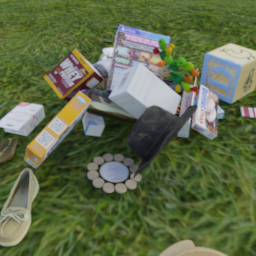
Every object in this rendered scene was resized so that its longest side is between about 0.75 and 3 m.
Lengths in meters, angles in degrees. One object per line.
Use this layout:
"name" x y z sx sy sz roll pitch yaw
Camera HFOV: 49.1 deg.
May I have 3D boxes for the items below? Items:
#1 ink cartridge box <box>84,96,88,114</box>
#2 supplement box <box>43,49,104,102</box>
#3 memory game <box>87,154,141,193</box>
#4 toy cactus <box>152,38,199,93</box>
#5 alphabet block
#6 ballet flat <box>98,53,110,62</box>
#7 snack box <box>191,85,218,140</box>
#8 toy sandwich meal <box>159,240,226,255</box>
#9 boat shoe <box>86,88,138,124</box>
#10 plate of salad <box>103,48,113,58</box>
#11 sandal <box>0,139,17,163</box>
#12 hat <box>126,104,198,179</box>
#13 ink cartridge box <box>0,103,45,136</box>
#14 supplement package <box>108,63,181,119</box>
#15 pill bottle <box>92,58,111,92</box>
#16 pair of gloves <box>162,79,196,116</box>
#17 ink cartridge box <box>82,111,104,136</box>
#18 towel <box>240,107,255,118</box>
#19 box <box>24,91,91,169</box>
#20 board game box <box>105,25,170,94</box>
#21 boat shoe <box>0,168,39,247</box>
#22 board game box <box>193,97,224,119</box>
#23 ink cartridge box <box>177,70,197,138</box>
"ink cartridge box" -1.927 -1.350 11.897 0.529 1.263 0.912 -11 40 -11
"supplement box" -1.935 -1.802 10.347 1.529 1.550 1.029 -40 80 5
"memory game" -0.442 1.433 9.014 1.773 0.113 1.773 6 35 -4
"toy cactus" 1.500 -2.065 9.971 1.094 2.139 1.765 -46 13 -11
"alphabet block" 4.745 -2.554 12.982 1.956 1.921 1.910 -28 47 -32
"ballet flat" -1.275 -3.640 15.380 0.724 0.745 2.093 2 37 -5
"snack box" 3.028 -0.682 10.909 0.919 0.311 2.558 29 44 -8
"toy sandwich meal" 1.512 3.626 5.757 2.540 0.870 2.540 0 41 0
"boat shoe" -0.124 -0.763 10.491 2.981 0.980 1.065 12 -8 -25
"plate of salad" -0.645 -4.303 16.466 1.738 0.418 1.738 9 31 -5
"sandal" -4.286 0.860 9.754 0.659 0.443 1.640 4 22 -4
"hat" 0.727 0.095 8.534 1.176 2.916 2.916 41 47 5
"ink cartridge box" -4.203 -0.279 11.065 1.021 0.592 1.753 10 37 13
"supplement package" 0.595 -1.025 9.603 1.192 2.033 1.188 -11 50 56
"pill bottle" -1.095 -2.434 13.205 1.430 1.430 2.692 28 44 32
"pair of gloves" 1.815 -1.436 12.767 2.596 0.360 2.914 18 41 22
"ink cartridge box" -1.346 -0.231 10.687 0.608 0.592 0.946 5 44 -26
"towel" 5.293 -0.628 11.943 0.921 0.105 0.664 6 40 11
"box" -2.233 -0.018 9.304 0.589 1.690 2.840 41 61 -4
"board game box" 0.332 -2.504 11.443 2.086 2.617 1.267 11 -1 -10
"boat shoe" -3.053 2.133 7.776 0.816 0.704 2.238 2 37 3
"board game box" 3.275 -0.865 12.053 1.080 0.336 1.431 -8 38 -10
"ink cartridge box" 2.259 -0.968 10.685 0.451 1.796 2.069 7 49 14
